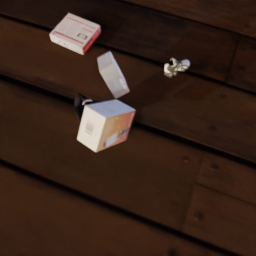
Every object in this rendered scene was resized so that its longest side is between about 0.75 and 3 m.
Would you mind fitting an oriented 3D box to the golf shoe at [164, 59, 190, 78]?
[{"bbox_3d":[1.660,-2.120,9.389,1.084,0.512,0.421,-33,36,-26],"label":"golf shoe"}]

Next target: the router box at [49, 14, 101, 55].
[{"bbox_3d":[-2.536,-4.566,13.556,1.848,0.451,1.658,26,66,13],"label":"router box"}]

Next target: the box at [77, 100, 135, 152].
[{"bbox_3d":[-0.705,-0.118,9.321,0.886,1.268,1.666,30,28,26],"label":"box"}]

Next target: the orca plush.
[{"bbox_3d":[-1.143,-0.808,10.101,1.008,2.835,1.491,-28,74,5],"label":"orca plush"}]

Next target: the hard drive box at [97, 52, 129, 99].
[{"bbox_3d":[-0.598,-2.050,10.764,0.618,1.255,1.611,-27,31,7],"label":"hard drive box"}]
